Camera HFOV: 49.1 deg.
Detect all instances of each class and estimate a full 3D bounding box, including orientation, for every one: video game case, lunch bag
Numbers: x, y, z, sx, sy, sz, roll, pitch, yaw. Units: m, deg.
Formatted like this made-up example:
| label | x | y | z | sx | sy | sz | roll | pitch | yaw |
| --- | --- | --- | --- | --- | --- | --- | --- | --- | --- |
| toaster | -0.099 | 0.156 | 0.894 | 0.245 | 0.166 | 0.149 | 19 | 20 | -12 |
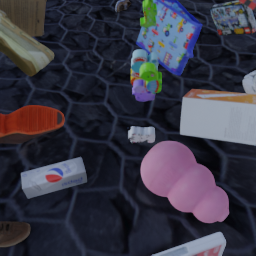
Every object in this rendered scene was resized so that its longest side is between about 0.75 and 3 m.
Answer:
| label | x | y | z | sx | sy | sz | roll | pitch | yaw |
| --- | --- | --- | --- | --- | --- | --- | --- | --- | --- |
| video game case | 0.340 | 1.746 | 3.301 | 1.577 | 1.128 | 0.138 | -17 | 48 | -6 |
| lunch bag | 1.197 | -2.513 | 7.749 | 0.916 | 1.467 | 1.948 | -3 | 44 | -29 |

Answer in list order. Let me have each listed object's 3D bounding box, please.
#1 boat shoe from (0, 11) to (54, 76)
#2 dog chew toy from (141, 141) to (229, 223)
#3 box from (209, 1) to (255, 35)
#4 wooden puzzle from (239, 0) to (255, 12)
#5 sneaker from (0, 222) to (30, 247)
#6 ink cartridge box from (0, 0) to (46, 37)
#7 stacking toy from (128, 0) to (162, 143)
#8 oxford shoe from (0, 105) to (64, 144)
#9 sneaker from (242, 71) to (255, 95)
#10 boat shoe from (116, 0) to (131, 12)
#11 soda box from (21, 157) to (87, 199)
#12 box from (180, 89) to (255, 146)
| label | x | y | z | sx | sy | sz | roll | pitch | yaw |
| --- | --- | --- | --- | --- | --- | --- | --- | --- | --- |
| boat shoe | -2.630 | -2.090 | 6.319 | 2.221 | 0.810 | 0.699 | 41 | 68 | 16 |
| dog chew toy | 1.410 | 1.363 | 6.815 | 2.286 | 1.424 | 1.424 | 41 | 59 | 22 |
| box | 3.118 | -3.257 | 8.362 | 0.273 | 0.937 | 1.369 | -40 | 27 | -10 |
| wooden puzzle | 2.392 | -2.396 | 5.041 | 0.908 | 0.539 | 0.064 | 39 | 39 | 11 |
| sneaker | -3.032 | 2.385 | 6.361 | 1.497 | 0.565 | 0.527 | -8 | 48 | -7 |
| ink cartridge box | -3.134 | -3.338 | 7.021 | 1.956 | 2.374 | 0.892 | -13 | 73 | -25 |
| stacking toy | 0.314 | -1.122 | 6.195 | 0.634 | 2.696 | 2.033 | 0 | 60 | 1 |
| oxford shoe | -1.291 | -0.014 | 3.525 | 1.072 | 0.389 | 0.381 | -6 | 63 | 5 |
| sneaker | 4.180 | -1.647 | 7.753 | 2.343 | 0.950 | 0.880 | -43 | 98 | -27 |
| boat shoe | -0.240 | -6.295 | 14.365 | 0.443 | 0.442 | 1.224 | 20 | 51 | 15 |
| soda box | -1.923 | 1.306 | 7.361 | 1.600 | 0.546 | 0.507 | -14 | 49 | -13 |
| box | 1.959 | -0.258 | 5.605 | 1.613 | 0.786 | 1.003 | 8 | 20 | 21 |
